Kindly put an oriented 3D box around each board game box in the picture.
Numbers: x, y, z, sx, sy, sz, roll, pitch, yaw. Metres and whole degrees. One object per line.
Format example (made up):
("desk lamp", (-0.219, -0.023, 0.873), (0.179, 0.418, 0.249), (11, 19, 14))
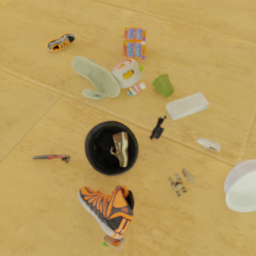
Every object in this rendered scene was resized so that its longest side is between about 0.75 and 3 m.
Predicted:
("board game box", (0.322, -4.187, 13.882), (1.082, 1.082, 1.083), (3, 53, 2))

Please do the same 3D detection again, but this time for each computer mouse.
("computer mouse", (1.117, -0.048, 10.356), (0.333, 1.447, 1.016), (31, 99, 15))

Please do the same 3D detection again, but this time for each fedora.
("fedora", (-0.598, 0.649, 9.973), (2.039, 2.039, 0.931), (-7, 17, -5))

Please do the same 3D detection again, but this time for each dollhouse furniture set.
("dollhouse furniture set", (1.758, 1.807, 9.504), (0.791, 0.693, 0.525), (-31, 22, -5))

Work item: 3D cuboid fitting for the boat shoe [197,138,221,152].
("boat shoe", (3.050, 0.675, 10.705), (0.911, 0.323, 0.318), (20, 65, 14))

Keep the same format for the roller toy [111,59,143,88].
("roller toy", (-0.095, -2.432, 12.392), (1.214, 0.930, 1.331), (-4, 40, 38))

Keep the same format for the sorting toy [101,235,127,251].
("sorting toy", (-0.431, 3.255, 7.997), (0.586, 0.117, 0.793), (28, 18, 21))

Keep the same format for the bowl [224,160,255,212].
("bowl", (3.937, 1.708, 9.035), (2.046, 2.046, 0.920), (-8, 36, -6))

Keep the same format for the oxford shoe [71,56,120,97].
("oxford shoe", (-1.355, -2.371, 12.653), (2.787, 1.048, 0.805), (37, 24, 19))

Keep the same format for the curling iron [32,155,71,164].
("curling iron", (-2.837, 1.135, 10.312), (1.524, 0.378, 0.195), (1, 29, 10))

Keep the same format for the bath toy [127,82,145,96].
("bath toy", (0.352, -1.736, 12.230), (0.869, 0.378, 0.321), (-28, 49, 30))

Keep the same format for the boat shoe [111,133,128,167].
("boat shoe", (-0.308, 0.728, 9.187), (0.538, 1.454, 0.537), (-5, 39, -7))

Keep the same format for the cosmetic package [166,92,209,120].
("cosmetic package", (2.488, -0.914, 11.802), (1.655, 0.419, 0.683), (-19, 63, -13))

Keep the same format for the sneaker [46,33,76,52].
("sneaker", (-3.376, -4.310, 14.320), (1.579, 0.618, 0.610), (-27, 56, -6))

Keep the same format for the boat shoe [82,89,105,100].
("boat shoe", (-1.496, -1.415, 12.075), (1.030, 0.367, 0.359), (12, 90, -24))

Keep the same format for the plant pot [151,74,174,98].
("plant pot", (1.601, -1.794, 12.336), (0.861, 0.861, 0.818), (-24, 70, -17))

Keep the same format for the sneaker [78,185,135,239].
("sneaker", (-0.584, 2.206, 8.674), (2.324, 0.902, 1.302), (32, 90, 43))
